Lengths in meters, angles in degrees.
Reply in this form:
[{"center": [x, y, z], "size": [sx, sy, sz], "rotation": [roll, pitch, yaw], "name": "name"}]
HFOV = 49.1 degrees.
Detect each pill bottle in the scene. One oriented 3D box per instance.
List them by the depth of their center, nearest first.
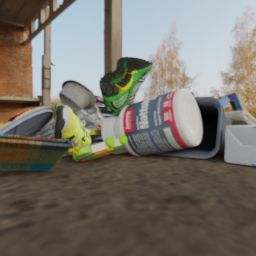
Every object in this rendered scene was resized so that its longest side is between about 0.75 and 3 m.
[{"center": [0.613, -0.027, 8.071], "size": [2.650, 1.584, 1.584], "rotation": [-14, -6, 31], "name": "pill bottle"}]

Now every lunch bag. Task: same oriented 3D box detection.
[{"center": [-1.578, -0.039, 12.317], "size": [2.264, 1.402, 1.925], "rotation": [2, -1, -26], "name": "lunch bag"}]

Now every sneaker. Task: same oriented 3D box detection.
[{"center": [-1.407, 0.071, 7.186], "size": [0.897, 0.885, 2.348], "rotation": [0, -21, -8], "name": "sneaker"}, {"center": [-0.071, -1.434, 8.916], "size": [1.070, 1.168, 2.743], "rotation": [20, 43, 21], "name": "sneaker"}]

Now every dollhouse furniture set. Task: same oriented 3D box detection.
[{"center": [3.231, -0.566, 9.853], "size": [1.396, 0.911, 1.318], "rotation": [-23, 2, -15], "name": "dollhouse furniture set"}]

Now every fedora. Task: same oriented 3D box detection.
[{"center": [-1.443, -0.783, 7.527], "size": [1.064, 0.481, 0.941], "rotation": [33, -36, 5], "name": "fedora"}]

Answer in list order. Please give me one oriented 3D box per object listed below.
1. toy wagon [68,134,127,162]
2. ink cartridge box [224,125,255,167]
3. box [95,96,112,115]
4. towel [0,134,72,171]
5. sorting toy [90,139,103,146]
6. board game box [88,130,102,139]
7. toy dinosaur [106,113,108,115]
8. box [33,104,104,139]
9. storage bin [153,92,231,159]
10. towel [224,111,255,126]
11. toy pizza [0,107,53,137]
[{"center": [-0.823, 0.564, 7.085], "size": [1.271, 0.324, 1.638], "rotation": [-25, -9, 32], "name": "toy wagon"}, {"center": [4.008, 0.400, 7.141], "size": [2.822, 0.957, 1.637], "rotation": [-1, 3, -35], "name": "ink cartridge box"}, {"center": [-1.914, -0.689, 14.842], "size": [2.625, 1.632, 1.950], "rotation": [3, 26, -21], "name": "box"}, {"center": [-1.871, 0.479, 5.019], "size": [1.359, 0.201, 1.853], "rotation": [6, -23, -24], "name": "towel"}, {"center": [-1.518, 0.579, 10.012], "size": [1.328, 0.321, 2.358], "rotation": [5, 0, 20], "name": "sorting toy"}, {"center": [-1.261, 0.236, 9.365], "size": [0.782, 0.245, 1.637], "rotation": [-14, -2, 14], "name": "board game box"}, {"center": [-0.920, -0.132, 13.863], "size": [0.470, 1.220, 0.624], "rotation": [8, 8, -6], "name": "toy dinosaur"}, {"center": [-2.059, -0.140, 9.239], "size": [2.436, 0.606, 1.921], "rotation": [-27, 12, -5], "name": "box"}, {"center": [1.904, -0.024, 8.918], "size": [2.756, 2.005, 1.851], "rotation": [1, -8, 37], "name": "storage bin"}, {"center": [4.028, 0.053, 10.069], "size": [2.648, 0.457, 1.755], "rotation": [28, -20, -34], "name": "towel"}, {"center": [-2.651, 0.139, 6.244], "size": [2.209, 0.350, 2.209], "rotation": [-37, 0, 0], "name": "toy pizza"}]
